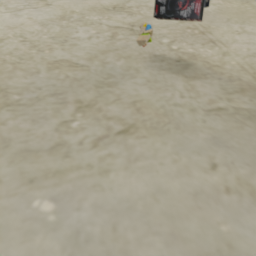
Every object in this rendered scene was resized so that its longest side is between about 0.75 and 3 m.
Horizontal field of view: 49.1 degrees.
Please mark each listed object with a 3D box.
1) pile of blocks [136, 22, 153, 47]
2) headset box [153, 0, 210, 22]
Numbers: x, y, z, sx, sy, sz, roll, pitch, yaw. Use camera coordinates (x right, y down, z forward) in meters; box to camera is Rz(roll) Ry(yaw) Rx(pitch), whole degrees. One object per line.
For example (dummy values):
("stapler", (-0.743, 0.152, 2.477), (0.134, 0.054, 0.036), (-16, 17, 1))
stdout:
("pile of blocks", (0.473, -2.307, 7.001), (0.400, 0.303, 0.975), (-11, 44, 21))
("headset box", (2.518, -5.911, 12.875), (2.441, 1.814, 0.916), (11, 17, 22))
